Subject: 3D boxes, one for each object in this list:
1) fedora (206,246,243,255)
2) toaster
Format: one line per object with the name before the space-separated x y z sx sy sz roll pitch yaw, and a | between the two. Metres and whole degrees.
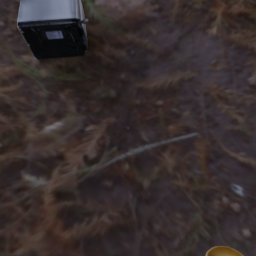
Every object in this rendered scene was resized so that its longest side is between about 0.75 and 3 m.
fedora | 1.942 2.574 4.793 1.286 0.524 1.286 15 43 -14
toaster | -1.879 -2.685 7.526 1.779 1.609 1.056 -5 73 -2
